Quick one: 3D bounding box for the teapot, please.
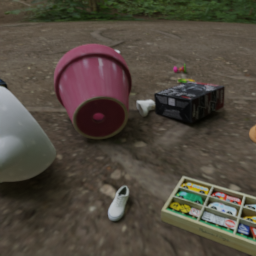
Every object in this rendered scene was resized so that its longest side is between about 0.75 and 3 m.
[{"bbox_3d":[-3.448,0.425,7.376,2.057,2.816,2.779,-40,72,-19],"label":"teapot"}]

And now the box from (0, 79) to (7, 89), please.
[{"bbox_3d":[-7.251,-2.171,14.648,1.500,0.345,1.192,-18,32,-32],"label":"box"}]

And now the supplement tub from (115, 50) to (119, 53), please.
[{"bbox_3d":[-1.023,-2.790,14.037,1.450,1.995,1.450,0,27,0],"label":"supplement tub"}]

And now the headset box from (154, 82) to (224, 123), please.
[{"bbox_3d":[2.665,-1.199,11.797,2.560,0.989,1.905,-22,28,-37],"label":"headset box"}]

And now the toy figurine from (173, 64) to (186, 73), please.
[{"bbox_3d":[3.223,-3.671,17.579,0.740,0.603,0.804,-2,3,17],"label":"toy figurine"}]

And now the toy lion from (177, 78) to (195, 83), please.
[{"bbox_3d":[3.293,-2.630,15.726,0.820,0.281,0.786,21,26,36],"label":"toy lion"}]

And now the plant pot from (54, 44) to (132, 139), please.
[{"bbox_3d":[-1.156,-1.138,10.206,2.949,2.949,2.640,-6,43,-11],"label":"plant pot"}]

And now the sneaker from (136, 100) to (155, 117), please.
[{"bbox_3d":[0.841,-0.891,11.943,0.770,0.491,1.333,-7,26,-6],"label":"sneaker"}]

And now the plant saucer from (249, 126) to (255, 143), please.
[{"bbox_3d":[5.041,0.200,9.703,1.536,0.288,1.536,-5,31,3],"label":"plant saucer"}]

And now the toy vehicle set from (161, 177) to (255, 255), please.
[{"bbox_3d":[2.144,1.960,6.436,2.395,0.317,1.488,13,30,25],"label":"toy vehicle set"}]

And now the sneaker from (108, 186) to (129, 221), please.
[{"bbox_3d":[-0.235,1.782,6.740,0.371,0.360,1.016,6,27,11],"label":"sneaker"}]
